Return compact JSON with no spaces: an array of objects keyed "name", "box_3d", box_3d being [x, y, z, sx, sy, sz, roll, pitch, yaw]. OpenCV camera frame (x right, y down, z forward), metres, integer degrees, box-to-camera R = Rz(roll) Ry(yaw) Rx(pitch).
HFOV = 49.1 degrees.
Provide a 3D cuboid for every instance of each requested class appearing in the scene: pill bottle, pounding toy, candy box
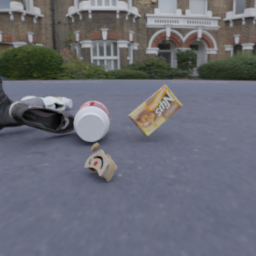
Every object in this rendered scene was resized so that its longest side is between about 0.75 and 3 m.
[{"name":"pill bottle","box_3d":[-1.162,-0.210,9.088,1.112,1.112,1.969,-1,12,-5]},{"name":"pounding toy","box_3d":[-0.694,0.717,5.930,0.544,0.542,0.948,42,3,-36]},{"name":"candy box","box_3d":[0.868,-0.540,8.902,1.520,0.877,0.420,-40,3,-9]},{"name":"pill bottle","box_3d":[-3.691,-1.326,15.279,1.175,0.654,0.654,3,13,14]}]

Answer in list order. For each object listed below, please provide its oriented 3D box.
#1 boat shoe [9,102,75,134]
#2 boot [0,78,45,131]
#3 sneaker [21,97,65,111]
[{"name":"boat shoe","box_3d":[-2.499,-0.221,8.859,0.690,0.810,2.422,20,3,43]},{"name":"boot","box_3d":[-4.013,-0.879,9.186,0.956,1.803,2.739,33,46,30]},{"name":"sneaker","box_3d":[-4.168,-1.070,13.604,1.020,0.895,2.545,15,20,32]}]
